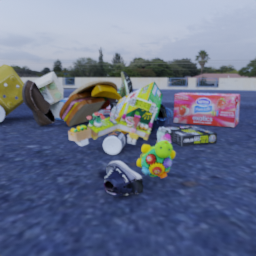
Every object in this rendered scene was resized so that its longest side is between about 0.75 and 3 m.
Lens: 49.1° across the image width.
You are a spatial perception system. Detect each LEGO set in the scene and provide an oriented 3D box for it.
[{"bbox_3d":[-0.158,-0.189,7.193,2.682,0.998,1.234,6,35,-20],"label":"LEGO set"}]

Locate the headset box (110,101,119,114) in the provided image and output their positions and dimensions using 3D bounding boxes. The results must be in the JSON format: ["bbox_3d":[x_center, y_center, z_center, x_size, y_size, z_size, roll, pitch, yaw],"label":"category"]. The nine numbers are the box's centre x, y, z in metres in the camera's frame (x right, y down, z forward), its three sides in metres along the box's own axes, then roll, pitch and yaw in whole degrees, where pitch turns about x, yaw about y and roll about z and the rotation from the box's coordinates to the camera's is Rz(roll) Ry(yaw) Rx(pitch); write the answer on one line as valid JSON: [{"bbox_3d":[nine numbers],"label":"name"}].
[{"bbox_3d":[-0.101,-0.845,11.829,1.082,0.546,1.456,2,6,7],"label":"headset box"}]

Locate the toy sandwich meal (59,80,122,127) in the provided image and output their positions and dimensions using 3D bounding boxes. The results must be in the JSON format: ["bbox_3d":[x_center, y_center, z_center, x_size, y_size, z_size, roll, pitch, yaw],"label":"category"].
[{"bbox_3d":[-1.450,-0.924,11.393,2.669,0.914,2.669,-26,-20,-10],"label":"toy sandwich meal"}]

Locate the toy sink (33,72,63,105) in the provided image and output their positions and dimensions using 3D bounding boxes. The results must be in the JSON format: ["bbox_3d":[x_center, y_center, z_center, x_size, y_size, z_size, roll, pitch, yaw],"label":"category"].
[{"bbox_3d":[-3.697,-1.632,12.601,1.266,1.088,1.942,-27,23,-2],"label":"toy sink"}]

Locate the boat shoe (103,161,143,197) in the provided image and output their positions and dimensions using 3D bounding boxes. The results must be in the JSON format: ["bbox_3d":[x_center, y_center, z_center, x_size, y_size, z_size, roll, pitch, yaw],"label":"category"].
[{"bbox_3d":[-0.246,0.855,4.815,0.528,0.425,1.138,-5,8,-29],"label":"boat shoe"}]

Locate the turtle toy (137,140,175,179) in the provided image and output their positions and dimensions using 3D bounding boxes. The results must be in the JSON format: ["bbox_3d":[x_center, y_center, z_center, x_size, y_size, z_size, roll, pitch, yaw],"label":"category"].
[{"bbox_3d":[0.532,0.565,5.019,0.643,0.883,0.446,12,32,-6],"label":"turtle toy"}]

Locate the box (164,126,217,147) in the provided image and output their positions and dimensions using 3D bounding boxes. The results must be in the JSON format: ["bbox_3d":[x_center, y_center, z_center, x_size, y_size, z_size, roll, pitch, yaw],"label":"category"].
[{"bbox_3d":[1.842,0.219,8.696,1.175,0.325,1.467,-3,10,-16],"label":"box"}]

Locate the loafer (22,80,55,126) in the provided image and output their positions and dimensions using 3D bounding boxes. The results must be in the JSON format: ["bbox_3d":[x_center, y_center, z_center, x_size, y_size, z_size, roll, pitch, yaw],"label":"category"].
[{"bbox_3d":[-3.298,-0.934,10.611,0.766,2.158,0.788,1,51,10],"label":"loafer"}]

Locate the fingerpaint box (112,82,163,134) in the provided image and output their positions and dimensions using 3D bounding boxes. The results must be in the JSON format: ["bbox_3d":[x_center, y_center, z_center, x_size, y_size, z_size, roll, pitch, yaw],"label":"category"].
[{"bbox_3d":[0.263,-0.604,8.969,1.454,0.639,1.742,-25,22,26],"label":"fingerpaint box"}]

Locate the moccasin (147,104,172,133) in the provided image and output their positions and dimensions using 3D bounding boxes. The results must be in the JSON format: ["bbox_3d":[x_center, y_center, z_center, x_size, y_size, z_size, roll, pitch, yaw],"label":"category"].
[{"bbox_3d":[1.108,-0.458,10.308,1.052,0.892,2.615,39,25,2],"label":"moccasin"}]

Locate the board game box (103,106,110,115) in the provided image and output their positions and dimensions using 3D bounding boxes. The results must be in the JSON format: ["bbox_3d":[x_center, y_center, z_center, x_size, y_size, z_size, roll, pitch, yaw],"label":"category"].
[{"bbox_3d":[-0.775,-0.973,15.212,1.401,0.324,1.061,-1,14,-1],"label":"board game box"}]

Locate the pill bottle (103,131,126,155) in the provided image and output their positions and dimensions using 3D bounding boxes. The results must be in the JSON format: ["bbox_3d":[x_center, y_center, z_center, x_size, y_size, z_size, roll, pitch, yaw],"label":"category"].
[{"bbox_3d":[-0.335,0.367,7.393,0.498,0.498,0.938,1,10,8],"label":"pill bottle"}]

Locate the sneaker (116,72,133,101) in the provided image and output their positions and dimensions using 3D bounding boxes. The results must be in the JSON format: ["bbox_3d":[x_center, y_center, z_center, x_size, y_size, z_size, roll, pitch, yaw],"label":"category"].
[{"bbox_3d":[-0.304,-1.482,13.052,0.990,2.235,0.859,-3,10,15],"label":"sneaker"}]

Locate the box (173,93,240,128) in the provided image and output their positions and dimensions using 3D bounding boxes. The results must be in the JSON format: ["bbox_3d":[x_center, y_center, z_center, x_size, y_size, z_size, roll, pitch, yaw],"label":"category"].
[{"bbox_3d":[3.278,-0.802,11.772,2.530,1.261,1.208,6,12,28],"label":"box"}]

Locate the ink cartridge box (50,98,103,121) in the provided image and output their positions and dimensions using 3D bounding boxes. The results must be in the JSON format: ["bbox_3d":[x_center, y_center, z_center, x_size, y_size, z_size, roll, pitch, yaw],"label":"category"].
[{"bbox_3d":[-2.556,-0.986,13.679,2.219,0.929,1.610,-11,14,-42],"label":"ink cartridge box"}]

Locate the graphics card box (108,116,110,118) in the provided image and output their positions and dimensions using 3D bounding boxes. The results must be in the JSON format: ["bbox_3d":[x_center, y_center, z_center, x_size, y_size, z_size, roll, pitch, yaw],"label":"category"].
[{"bbox_3d":[-0.289,-0.272,11.194,1.002,0.406,1.597,2,8,4],"label":"graphics card box"}]

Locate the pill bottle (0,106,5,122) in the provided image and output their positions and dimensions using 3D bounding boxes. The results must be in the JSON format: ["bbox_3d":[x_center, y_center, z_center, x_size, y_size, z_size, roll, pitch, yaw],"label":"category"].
[{"bbox_3d":[-5.848,-0.634,11.619,1.771,0.996,0.996,10,14,43],"label":"pill bottle"}]

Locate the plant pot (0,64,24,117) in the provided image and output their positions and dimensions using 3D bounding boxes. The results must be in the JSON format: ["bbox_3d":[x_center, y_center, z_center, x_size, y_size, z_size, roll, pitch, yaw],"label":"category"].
[{"bbox_3d":[-5.478,-1.650,12.621,1.892,1.879,1.935,-45,30,-23],"label":"plant pot"}]
